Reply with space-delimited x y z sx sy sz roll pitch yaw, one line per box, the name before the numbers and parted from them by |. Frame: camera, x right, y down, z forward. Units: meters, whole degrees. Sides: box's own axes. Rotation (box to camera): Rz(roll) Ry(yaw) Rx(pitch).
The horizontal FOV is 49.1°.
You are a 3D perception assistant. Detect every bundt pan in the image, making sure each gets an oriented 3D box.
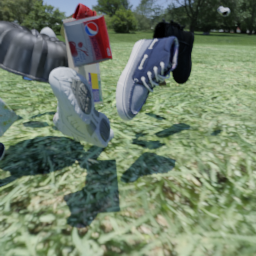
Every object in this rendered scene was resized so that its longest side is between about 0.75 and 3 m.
bundt pan | -2.879 -2.356 8.574 3.028 1.136 3.028 21 16 -6

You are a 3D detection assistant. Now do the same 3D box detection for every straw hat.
straw hat | -1.836 -3.869 11.396 1.768 1.768 0.748 -18 72 -38

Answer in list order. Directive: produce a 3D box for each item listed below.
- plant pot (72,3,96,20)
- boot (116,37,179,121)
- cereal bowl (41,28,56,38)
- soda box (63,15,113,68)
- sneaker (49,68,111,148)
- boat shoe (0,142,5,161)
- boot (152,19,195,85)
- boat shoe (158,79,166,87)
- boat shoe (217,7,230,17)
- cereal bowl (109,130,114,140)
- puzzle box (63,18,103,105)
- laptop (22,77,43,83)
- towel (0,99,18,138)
plant pot | -1.612 -4.098 10.406 0.733 0.805 0.805 16 13 -28
boot | 0.566 -1.422 7.668 1.205 2.667 0.970 0 -26 34
cereal bowl | -3.057 -3.317 10.609 0.845 0.845 0.352 20 45 41
soda box | -0.883 -2.087 6.744 0.840 0.928 2.650 -13 19 0
sneaker | -1.281 -0.307 6.254 1.182 2.378 0.927 -3 50 18
boat shoe | -4.475 0.884 8.439 0.812 0.678 2.178 19 25 7
boot | 1.666 -2.814 10.500 0.819 2.212 1.813 16 12 43
boat shoe | 1.222 -2.120 12.631 0.461 0.382 1.284 -52 37 -13
boat shoe | 3.416 -4.063 9.871 0.767 0.276 0.252 -8 64 -51
cereal bowl | -1.015 0.172 10.809 0.922 0.384 0.922 0 21 0
puzzle box | -1.322 -1.905 8.604 0.315 2.481 1.650 -4 7 16
laptop | -3.770 -2.802 12.484 1.619 1.435 0.836 -1 -2 5
towel | -3.602 -0.270 7.312 0.304 1.261 1.079 23 65 35
